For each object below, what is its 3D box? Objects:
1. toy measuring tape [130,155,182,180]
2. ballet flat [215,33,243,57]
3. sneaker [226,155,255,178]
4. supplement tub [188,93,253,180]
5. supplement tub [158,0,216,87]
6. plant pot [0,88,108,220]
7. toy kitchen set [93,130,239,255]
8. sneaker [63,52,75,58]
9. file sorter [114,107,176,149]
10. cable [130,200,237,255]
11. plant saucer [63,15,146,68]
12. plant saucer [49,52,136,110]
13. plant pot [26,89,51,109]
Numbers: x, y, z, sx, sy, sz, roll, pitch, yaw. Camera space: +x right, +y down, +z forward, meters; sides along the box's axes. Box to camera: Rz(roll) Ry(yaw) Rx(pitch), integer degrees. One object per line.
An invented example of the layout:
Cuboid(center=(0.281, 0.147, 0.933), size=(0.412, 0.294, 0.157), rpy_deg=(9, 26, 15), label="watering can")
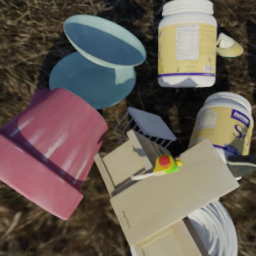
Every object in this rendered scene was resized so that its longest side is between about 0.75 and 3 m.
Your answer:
Cuboid(center=(0.537, 0.750, 5.489), size=(1.040, 0.383, 0.383), rpy_deg=(-15, 56, 11), label="toy measuring tape")
Cuboid(center=(3.510, -3.559, 11.630), size=(2.664, 0.942, 0.942), rpy_deg=(10, 57, 6), label="ballet flat")
Cuboid(center=(3.007, 0.981, 6.941), size=(1.059, 0.562, 0.396), rpy_deg=(3, 38, 26), label="sneaker")
Cuboid(center=(2.785, 0.264, 8.439), size=(1.682, 1.682, 2.314), rpy_deg=(17, 61, 11), label="supplement tub")
Cuboid(center=(1.752, -2.427, 8.412), size=(1.704, 1.704, 2.344), rpy_deg=(0, 96, 0), label="supplement tub")
Cuboid(center=(-1.965, 0.491, 7.234), size=(2.847, 2.847, 2.548), rpy_deg=(30, 71, 19), label="plant pot")
Cuboid(center=(1.296, 1.488, 6.698), size=(2.438, 2.696, 2.988), rpy_deg=(-35, 62, 14), label="toy kitchen set")
Cuboid(center=(-1.358, -1.905, 10.397), size=(2.779, 1.062, 1.592), rpy_deg=(17, 51, 5), label="sneaker")
Cuboid(center=(0.487, 0.185, 8.480), size=(1.499, 0.933, 1.040), rpy_deg=(13, 34, -46), label="file sorter")
Cuboid(center=(1.406, 2.832, 7.288), size=(2.733, 0.946, 2.734), rpy_deg=(29, 60, 20), label="cable")
Cuboid(center=(-0.769, -2.645, 8.983), size=(2.731, 0.526, 2.731), rpy_deg=(17, 42, -16), label="plant saucer")
Cuboid(center=(-1.136, -1.502, 9.169), size=(2.771, 0.533, 2.771), rpy_deg=(0, 55, 0), label="plant saucer")
Cuboid(center=(-2.649, -0.491, 9.255), size=(1.625, 1.625, 1.454), rpy_deg=(-15, 41, -10), label="plant pot")
